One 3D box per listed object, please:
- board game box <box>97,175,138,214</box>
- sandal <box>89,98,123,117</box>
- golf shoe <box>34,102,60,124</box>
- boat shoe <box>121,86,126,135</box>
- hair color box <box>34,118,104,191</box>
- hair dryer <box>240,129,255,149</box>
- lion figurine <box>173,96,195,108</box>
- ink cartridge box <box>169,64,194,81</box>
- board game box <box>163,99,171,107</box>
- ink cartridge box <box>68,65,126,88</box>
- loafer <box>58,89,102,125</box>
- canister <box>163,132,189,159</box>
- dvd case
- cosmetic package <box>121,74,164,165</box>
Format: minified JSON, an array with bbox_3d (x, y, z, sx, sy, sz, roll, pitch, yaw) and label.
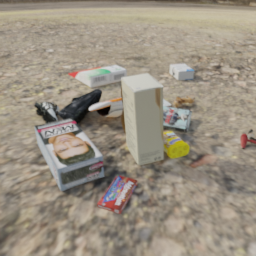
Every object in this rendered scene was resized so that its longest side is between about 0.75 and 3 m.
[{"bbox_3d":[-0.256,1.747,7.511,0.643,0.121,1.249,12,32,18],"label":"board game box"},{"bbox_3d":[-0.388,-0.835,11.359,2.514,0.720,0.963,-19,9,-39],"label":"sandal"},{"bbox_3d":[-3.083,-0.669,11.198,0.878,0.722,1.857,-18,35,-29],"label":"golf shoe"},{"bbox_3d":[0.177,-0.643,10.043,0.625,1.995,0.731,-4,4,-38],"label":"boat shoe"},{"bbox_3d":[-1.897,0.677,8.688,1.324,0.811,2.674,-16,34,-25],"label":"hair color box"},{"bbox_3d":[4.148,0.424,9.529,0.859,0.233,0.654,-32,58,-13],"label":"hair dryer"},{"bbox_3d":[2.510,-1.186,12.359,1.096,0.397,0.671,-12,15,-1],"label":"lion figurine"},{"bbox_3d":[2.993,-3.148,15.754,0.930,0.537,1.282,-7,30,-12],"label":"ink cartridge box"},{"bbox_3d":[0.814,-1.099,12.466,1.604,0.208,1.604,-13,31,-21],"label":"board game box"},{"bbox_3d":[-1.793,-3.130,15.637,2.275,0.708,2.828,-19,36,-31],"label":"ink cartridge box"},{"bbox_3d":[-1.893,-1.014,11.553,0.892,0.863,2.541,27,39,9],"label":"loafer"},{"bbox_3d":[1.448,0.540,9.341,0.749,0.436,1.008,-12,30,-20],"label":"canister"},{"bbox_3d":[1.569,-0.403,10.998,1.715,0.189,1.252,12,41,13],"label":"dvd case"},{"bbox_3d":[0.459,-0.260,8.597,0.887,2.495,1.312,-12,32,-13],"label":"cosmetic package"}]
